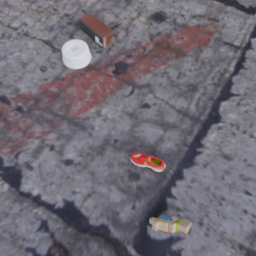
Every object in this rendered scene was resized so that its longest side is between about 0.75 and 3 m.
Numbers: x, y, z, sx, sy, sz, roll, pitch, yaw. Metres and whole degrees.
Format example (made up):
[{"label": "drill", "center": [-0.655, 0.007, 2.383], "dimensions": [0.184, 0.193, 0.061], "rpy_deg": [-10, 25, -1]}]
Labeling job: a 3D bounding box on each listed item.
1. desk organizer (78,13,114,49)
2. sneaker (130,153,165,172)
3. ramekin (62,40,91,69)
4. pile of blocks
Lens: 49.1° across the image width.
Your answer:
[{"label": "desk organizer", "center": [-1.593, -4.940, 14.150], "dimensions": [0.755, 0.703, 1.961], "rpy_deg": [-39, 68, -21]}, {"label": "sneaker", "center": [0.773, 1.239, 10.882], "dimensions": [1.408, 0.598, 0.542], "rpy_deg": [15, 63, 8]}, {"label": "ramekin", "center": [-2.500, -3.566, 13.418], "dimensions": [1.383, 0.674, 1.383], "rpy_deg": [0, 62, 0]}, {"label": "pile of blocks", "center": [1.474, 3.455, 9.862], "dimensions": [1.445, 0.593, 0.449], "rpy_deg": [5, 104, 13]}]
